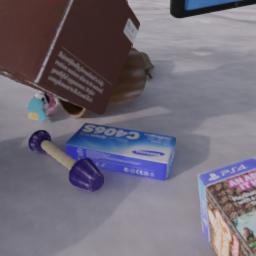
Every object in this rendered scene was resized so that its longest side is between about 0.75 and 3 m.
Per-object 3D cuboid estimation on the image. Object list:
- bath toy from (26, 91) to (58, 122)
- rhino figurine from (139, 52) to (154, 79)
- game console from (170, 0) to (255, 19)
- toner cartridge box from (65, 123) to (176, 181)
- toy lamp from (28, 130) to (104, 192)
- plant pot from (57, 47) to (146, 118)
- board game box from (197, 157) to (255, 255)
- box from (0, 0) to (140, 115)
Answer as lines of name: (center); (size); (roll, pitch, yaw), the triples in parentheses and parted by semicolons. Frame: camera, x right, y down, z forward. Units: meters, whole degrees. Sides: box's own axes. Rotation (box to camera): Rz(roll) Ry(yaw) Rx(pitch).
bath toy: (-2.464, -0.808, 8.585); (0.662, 0.778, 1.790); (34, 25, -10)
rhino figurine: (0.517, -2.560, 11.564); (1.039, 0.711, 2.376); (-2, 32, -5)
game console: (1.269, -1.563, 2.581); (1.616, 0.940, 1.421); (-11, 26, 1)
toner cartridge box: (-0.148, 0.485, 6.464); (2.321, 0.501, 1.103); (9, 31, 15)
toy lamp: (-1.370, 0.684, 6.031); (2.206, 0.642, 0.642); (24, 38, 37)
plant pot: (-0.818, -1.593, 8.624); (2.263, 2.286, 2.286); (-12, 31, -36)
board game box: (2.463, 1.565, 3.345); (2.204, 1.339, 2.765); (-16, 32, -5)
box: (-1.665, -1.929, 5.644); (2.747, 2.256, 2.279); (22, -2, 24)
